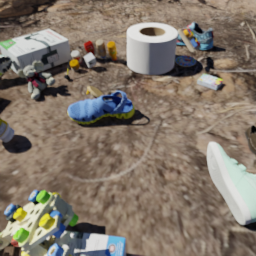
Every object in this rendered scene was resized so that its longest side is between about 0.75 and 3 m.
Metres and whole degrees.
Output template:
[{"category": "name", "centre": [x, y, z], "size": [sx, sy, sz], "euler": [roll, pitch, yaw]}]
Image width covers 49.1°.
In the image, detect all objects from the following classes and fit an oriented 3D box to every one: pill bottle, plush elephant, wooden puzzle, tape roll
[{"category": "pill bottle", "centre": [-3.997, -0.031, 8.350], "size": [0.634, 1.128, 0.634], "euler": [-17, 52, 23]}, {"category": "plush elephant", "centre": [-3.528, -1.921, 10.592], "size": [1.098, 1.033, 1.334], "euler": [-39, 36, 1]}, {"category": "wooden puzzle", "centre": [2.704, -3.833, 12.010], "size": [1.116, 0.279, 1.205], "euler": [56, 38, -3]}, {"category": "tape roll", "centre": [1.010, -3.483, 12.225], "size": [2.169, 1.489, 2.169], "euler": [-1, 41, 0]}]

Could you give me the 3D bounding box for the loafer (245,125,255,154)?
[{"category": "loafer", "centre": [3.860, 0.349, 8.503], "size": [0.427, 0.417, 1.169], "euler": [-2, 40, -2]}]

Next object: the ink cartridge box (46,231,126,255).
[{"category": "ink cartridge box", "centre": [-0.925, 2.743, 5.437], "size": [1.643, 0.692, 1.188], "euler": [5, 40, 6]}]

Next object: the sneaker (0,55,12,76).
[{"category": "sneaker", "centre": [-5.543, -2.225, 11.119], "size": [2.035, 0.788, 0.810], "euler": [-37, 44, -16]}]

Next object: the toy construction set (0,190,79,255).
[{"category": "toy construction set", "centre": [-2.106, 2.111, 5.521], "size": [2.612, 1.203, 1.713], "euler": [-18, 32, 15]}]

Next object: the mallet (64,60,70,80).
[{"category": "mallet", "centre": [-2.453, -2.384, 11.534], "size": [0.169, 0.270, 0.820], "euler": [7, 83, 16]}]

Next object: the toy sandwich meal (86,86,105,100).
[{"category": "toy sandwich meal", "centre": [-1.193, -1.195, 10.123], "size": [0.850, 0.291, 0.850], "euler": [35, 18, -13]}]

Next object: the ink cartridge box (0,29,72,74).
[{"category": "ink cartridge box", "centre": [-4.059, -3.379, 12.440], "size": [2.492, 1.035, 1.827], "euler": [-30, 49, -31]}]

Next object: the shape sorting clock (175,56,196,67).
[{"category": "shape sorting clock", "centre": [2.613, -3.048, 12.728], "size": [0.933, 0.183, 0.933], "euler": [0, 40, 0]}]

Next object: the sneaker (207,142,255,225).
[{"category": "sneaker", "centre": [2.949, 1.228, 7.116], "size": [1.335, 0.833, 2.264], "euler": [-13, 51, -7]}]

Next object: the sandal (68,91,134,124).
[{"category": "sandal", "centre": [-0.883, -0.750, 9.274], "size": [2.255, 0.982, 0.896], "euler": [-11, 64, -9]}]

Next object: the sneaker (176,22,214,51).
[{"category": "sneaker", "centre": [3.085, -4.730, 13.940], "size": [2.488, 1.188, 0.987], "euler": [19, 44, 21]}]

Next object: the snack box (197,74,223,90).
[{"category": "snack box", "centre": [3.295, -1.854, 11.275], "size": [0.837, 0.222, 0.595], "euler": [25, 45, 28]}]

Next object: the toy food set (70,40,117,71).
[{"category": "toy food set", "centre": [-1.600, -3.134, 12.512], "size": [2.177, 0.980, 1.039], "euler": [-33, 64, -10]}]
